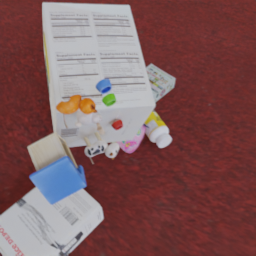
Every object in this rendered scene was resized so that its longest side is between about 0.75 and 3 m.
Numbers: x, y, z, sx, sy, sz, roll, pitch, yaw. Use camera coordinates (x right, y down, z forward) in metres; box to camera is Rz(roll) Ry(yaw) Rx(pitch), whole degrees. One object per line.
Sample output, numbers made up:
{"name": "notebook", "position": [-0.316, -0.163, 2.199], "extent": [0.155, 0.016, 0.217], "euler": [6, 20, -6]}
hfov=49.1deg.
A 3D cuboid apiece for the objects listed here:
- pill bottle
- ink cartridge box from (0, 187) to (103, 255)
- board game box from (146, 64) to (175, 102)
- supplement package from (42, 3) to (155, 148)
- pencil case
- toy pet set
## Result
{"name": "pill bottle", "position": [0.833, 0.037, 8.596], "extent": [0.647, 0.647, 1.155], "euler": [-22, 56, -16]}
{"name": "ink cartridge box", "position": [-1.910, 2.287, 6.689], "extent": [1.566, 0.899, 2.156], "euler": [36, 61, 25]}
{"name": "board game box", "position": [0.720, -1.462, 9.859], "extent": [1.153, 0.502, 1.563], "euler": [38, 62, 25]}
{"name": "supplement package", "position": [-0.876, -1.195, 6.761], "extent": [2.048, 2.063, 2.719], "euler": [-6, 68, -17]}
{"name": "pencil case", "position": [-0.651, -0.266, 8.557], "extent": [2.533, 1.108, 1.108], "euler": [34, 59, 24]}
{"name": "toy pet set", "position": [-0.757, 0.407, 4.830], "extent": [1.839, 1.970, 1.046], "euler": [-28, 70, -3]}
